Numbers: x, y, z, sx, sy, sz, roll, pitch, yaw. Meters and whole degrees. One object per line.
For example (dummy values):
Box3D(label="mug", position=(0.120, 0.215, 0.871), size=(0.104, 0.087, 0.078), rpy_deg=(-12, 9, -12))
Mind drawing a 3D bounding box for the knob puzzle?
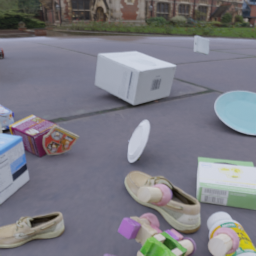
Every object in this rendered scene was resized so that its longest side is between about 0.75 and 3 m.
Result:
Box3D(label="knob puzzle", position=(-2.041, 0.466, 8.148), size=(1.054, 1.054, 0.146), rpy_deg=(-8, 38, -19))

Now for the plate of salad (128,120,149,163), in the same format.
Box3D(label="plate of salad", position=(0.337, 0.398, 7.967), size=(0.310, 1.290, 1.290), rpy_deg=(22, 18, -17))

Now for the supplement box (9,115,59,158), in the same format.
Box3D(label="supplement box", position=(-2.889, 0.224, 8.778), size=(1.409, 0.727, 0.923), rpy_deg=(18, 36, 36))

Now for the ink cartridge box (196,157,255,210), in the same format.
Box3D(label="ink cartridge box", position=(2.552, 1.144, 7.054), size=(1.575, 0.519, 2.165), rpy_deg=(5, 25, 12))

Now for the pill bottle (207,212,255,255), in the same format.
Box3D(label="pill bottle", position=(1.778, 2.004, 4.822), size=(0.630, 0.630, 1.118), rpy_deg=(-2, 23, -4))

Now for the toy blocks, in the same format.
Box3D(label="toy blocks", position=(0.682, 1.986, 4.508), size=(1.610, 1.723, 1.450), rpy_deg=(31, 3, 31))

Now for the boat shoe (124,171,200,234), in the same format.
Box3D(label="boat shoe", position=(0.704, 1.396, 6.156), size=(0.779, 0.702, 2.161), rpy_deg=(-15, 27, -32))

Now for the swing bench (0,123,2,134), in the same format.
Box3D(label="swing bench", position=(-4.654, 0.213, 8.758), size=(1.320, 0.861, 1.327), rpy_deg=(-9, 24, -25))

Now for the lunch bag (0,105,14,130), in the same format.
Box3D(label="lunch bag", position=(-5.130, -0.349, 10.230), size=(1.621, 0.764, 2.023), rpy_deg=(-17, 27, -38))

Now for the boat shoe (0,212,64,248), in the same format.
Box3D(label="boat shoe", position=(-1.933, 1.889, 5.323), size=(1.381, 0.449, 0.498), rpy_deg=(-5, 24, -13))

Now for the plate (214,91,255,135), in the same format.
Box3D(label="plate", position=(4.443, -0.532, 10.456), size=(2.442, 0.312, 2.442), rpy_deg=(0, 46, 0))

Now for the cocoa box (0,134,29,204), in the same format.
Box3D(label="cocoa box", position=(-3.599, 0.874, 6.667), size=(1.912, 1.255, 1.275), rpy_deg=(7, 24, 16))

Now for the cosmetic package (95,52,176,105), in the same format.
Box3D(label="cosmetic package", position=(0.321, -2.507, 13.529), size=(2.719, 1.671, 2.710), rpy_deg=(32, 34, 34))

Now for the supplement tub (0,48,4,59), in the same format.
Box3D(label="supplement tub", position=(-11.721, -6.399, 24.248), size=(1.685, 0.901, 0.901), rpy_deg=(-17, 29, -33))

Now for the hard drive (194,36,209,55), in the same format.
Box3D(label="hard drive", position=(2.496, -2.785, 9.497), size=(0.777, 0.513, 0.104), rpy_deg=(-3, 7, -44))
